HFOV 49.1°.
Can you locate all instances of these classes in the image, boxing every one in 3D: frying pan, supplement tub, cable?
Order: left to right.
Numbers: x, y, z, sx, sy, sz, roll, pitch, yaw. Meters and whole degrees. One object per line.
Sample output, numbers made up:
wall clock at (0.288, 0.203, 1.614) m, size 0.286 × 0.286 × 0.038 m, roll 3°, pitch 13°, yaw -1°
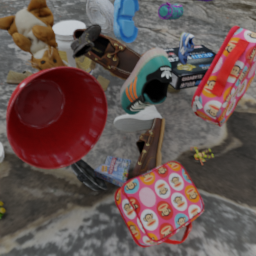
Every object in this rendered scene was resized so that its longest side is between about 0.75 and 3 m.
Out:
supplement tub at (-2.674, -3.660, 13.506) m, size 1.789 × 2.461 × 1.789 m, roll 0°, pitch 44°, yaw 0°
frying pan at (-1.185, 1.601, 8.576) m, size 0.423 × 1.570 × 2.596 m, roll -46°, pitch 20°, yaw 0°
cable at (-1.068, -4.566, 11.300) m, size 1.424 × 1.424 × 0.493 m, roll 41°, pitch 67°, yaw -7°

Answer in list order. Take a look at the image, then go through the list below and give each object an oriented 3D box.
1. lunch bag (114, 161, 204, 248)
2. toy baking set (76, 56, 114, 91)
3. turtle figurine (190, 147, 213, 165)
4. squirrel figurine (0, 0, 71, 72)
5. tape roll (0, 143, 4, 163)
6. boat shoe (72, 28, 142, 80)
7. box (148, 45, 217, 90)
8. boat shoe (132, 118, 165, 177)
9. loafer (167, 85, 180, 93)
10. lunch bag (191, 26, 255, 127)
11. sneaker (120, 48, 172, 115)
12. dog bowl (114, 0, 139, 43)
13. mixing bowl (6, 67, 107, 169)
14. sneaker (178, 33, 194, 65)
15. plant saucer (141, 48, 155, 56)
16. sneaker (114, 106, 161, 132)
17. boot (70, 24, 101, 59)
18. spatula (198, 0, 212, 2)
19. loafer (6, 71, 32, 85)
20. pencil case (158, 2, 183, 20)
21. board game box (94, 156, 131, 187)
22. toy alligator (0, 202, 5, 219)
lunch bag at (1.017, 2.241, 8.017) m, size 2.405 × 0.985 × 2.118 m, roll -16°, pitch 66°, yaw -35°
toy baking set at (-1.166, -2.398, 10.338) m, size 2.149 × 1.649 × 0.250 m, roll 56°, pitch 20°, yaw 10°
turtle figurine at (2.718, 1.031, 10.231) m, size 0.749 × 0.299 × 0.928 m, roll -6°, pitch 38°, yaw -16°
squirrel figurine at (-3.074, -2.927, 10.251) m, size 1.880 × 2.656 × 2.479 m, roll -30°, pitch 89°, yaw -1°
tape roll at (-5.081, 0.912, 10.075) m, size 1.138 × 0.398 × 1.138 m, roll 8°, pitch 51°, yaw -10°
boat shoe at (-0.592, -2.408, 9.198) m, size 2.838 × 0.998 × 0.999 m, roll 25°, pitch 83°, yaw 14°
box at (2.614, -2.622, 11.766) m, size 2.958 × 0.680 × 2.351 m, roll -12°, pitch 43°, yaw -24°
boat shoe at (0.767, 0.629, 10.124) m, size 0.987 × 0.988 × 2.808 m, roll 11°, pitch 45°, yaw 4°
loafer at (1.957, -2.294, 13.455) m, size 0.655 × 0.581 × 1.722 m, roll -17°, pitch 47°, yaw -17°
lunch bag at (3.153, -1.561, 8.886) m, size 1.205 × 2.591 × 2.942 m, roll 30°, pitch 93°, yaw 22°
sneaker at (0.445, -0.931, 7.768) m, size 0.925 × 2.592 × 1.036 m, roll -4°, pitch 62°, yaw -20°
dog bowl at (-0.093, -3.772, 9.638) m, size 0.901 × 1.616 × 0.400 m, roll -14°, pitch 23°, yaw -43°
mixing bowl at (-2.131, -0.454, 7.761) m, size 2.820 × 2.820 × 1.527 m, roll -29°, pitch 39°, yaw -27°
sneaker at (2.197, -2.936, 10.503) m, size 0.493 × 1.198 × 0.443 m, roll 17°, pitch 34°, yaw 31°
plant saucer at (0.634, -2.611, 10.426) m, size 1.166 × 0.218 × 1.166 m, roll -34°, pitch 18°, yaw 13°
sneaker at (0.307, -0.494, 11.556) m, size 2.036 × 0.750 × 1.176 m, roll -3°, pitch 42°, yaw -17°
boot at (-1.125, -2.397, 7.856) m, size 1.186 × 0.410 × 1.032 m, roll -41°, pitch 32°, yaw 3°
spatula at (2.545, -5.193, 11.019) m, size 0.698 × 0.254 × 2.470 m, roll -10°, pitch 32°, yaw -34°
loafer at (-2.950, -1.493, 8.338) m, size 1.265 × 0.427 × 0.481 m, roll -6°, pitch 9°, yaw -37°
pencil case at (1.890, -5.132, 12.328) m, size 0.665 × 0.722 × 1.563 m, roll 37°, pitch 34°, yaw 11°
board game box at (-0.551, 1.435, 9.712) m, size 1.153 × 0.356 × 1.154 m, roll 10°, pitch 45°, yaw 3°
toy alligator at (-4.070, 2.462, 8.784) m, size 0.342 × 0.248 × 1.032 m, roll -43°, pitch 52°, yaw 3°
